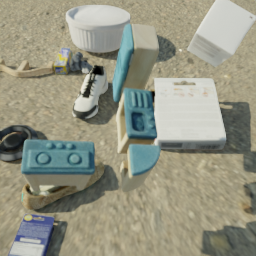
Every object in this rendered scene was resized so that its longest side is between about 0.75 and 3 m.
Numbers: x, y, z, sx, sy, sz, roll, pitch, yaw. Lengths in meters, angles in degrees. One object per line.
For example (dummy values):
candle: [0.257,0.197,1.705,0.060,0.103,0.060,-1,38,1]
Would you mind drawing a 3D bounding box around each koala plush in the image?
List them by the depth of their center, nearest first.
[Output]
koala plush: [-1.790,-2.419,10.830,0.779,0.716,0.690,24,34,-6]

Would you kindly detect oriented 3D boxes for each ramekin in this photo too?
ramekin: [-1.256,-4.216,11.908,2.672,1.244,2.672,3,40,-2]

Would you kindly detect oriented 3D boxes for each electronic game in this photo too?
electronic game: [-3.323,0.413,8.159,1.338,0.278,1.338,0,48,0]

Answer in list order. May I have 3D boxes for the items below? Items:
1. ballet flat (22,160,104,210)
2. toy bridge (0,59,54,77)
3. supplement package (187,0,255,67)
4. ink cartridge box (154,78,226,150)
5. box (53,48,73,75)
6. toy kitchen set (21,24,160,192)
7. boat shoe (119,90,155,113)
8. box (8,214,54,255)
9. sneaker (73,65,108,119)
ballet flat: [-1.574,1.285,6.987,2.217,0.724,0.782,-28,53,-25]
toy bridge: [-4.055,-2.288,10.817,2.316,0.315,0.779,3,45,3]
supplement package: [2.072,-2.143,6.477,0.904,0.939,1.650,32,6,3]
ink cartridge box: [1.768,-0.489,8.615,1.979,0.612,2.440,1,53,1]
box: [-2.556,-2.669,11.115,0.469,0.430,1.338,2,45,1]
toy kitchen set: [-0.607,-0.444,5.114,2.241,1.648,2.798,3,56,-13]
boat shoe: [0.969,-0.980,9.180,2.529,0.793,0.927,-1,45,-1]
box: [-2.119,2.516,6.133,0.748,0.200,1.234,5,47,5]
sneaker: [-1.300,-1.245,9.380,0.850,0.922,2.306,9,47,7]
